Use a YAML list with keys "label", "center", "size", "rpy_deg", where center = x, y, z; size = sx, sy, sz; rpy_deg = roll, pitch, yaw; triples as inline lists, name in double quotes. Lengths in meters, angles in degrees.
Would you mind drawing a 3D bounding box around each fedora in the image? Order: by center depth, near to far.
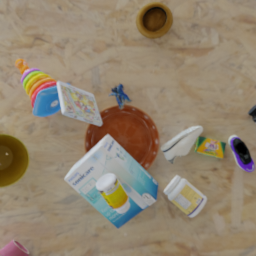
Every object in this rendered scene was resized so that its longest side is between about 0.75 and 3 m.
- label: "fedora"
  center: [1.093, -4.435, 11.792]
  size: [1.613, 0.658, 1.613]
  rpy_deg: [0, 86, 1]

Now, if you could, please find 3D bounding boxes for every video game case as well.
- label: "video game case"
  center: [-1.773, -0.887, 10.169]
  size: [0.195, 1.550, 1.703]
  rpy_deg: [-48, 43, 28]

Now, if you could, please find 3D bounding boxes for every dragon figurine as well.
- label: "dragon figurine"
  center: [-0.359, -1.251, 10.807]
  size: [0.590, 2.004, 0.997]
  rpy_deg: [-39, 93, 13]

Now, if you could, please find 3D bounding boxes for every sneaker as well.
- label: "sneaker"
  center: [4.536, 1.117, 11.018]
  size: [0.576, 0.824, 1.657]
  rpy_deg: [-32, 98, 4]
- label: "sneaker"
  center: [2.247, 0.621, 11.209]
  size: [1.957, 0.748, 0.788]
  rpy_deg: [-33, 92, -11]

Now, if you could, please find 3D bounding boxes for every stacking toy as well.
- label: "stacking toy"
  center: [-3.694, -1.823, 11.162]
  size: [2.632, 1.445, 1.528]
  rpy_deg: [46, 44, 16]

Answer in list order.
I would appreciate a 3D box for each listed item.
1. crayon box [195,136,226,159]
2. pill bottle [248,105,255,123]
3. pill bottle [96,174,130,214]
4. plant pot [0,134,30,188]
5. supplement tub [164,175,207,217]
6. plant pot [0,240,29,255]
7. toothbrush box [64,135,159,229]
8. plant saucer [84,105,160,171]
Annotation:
- label: "crayon box"
  center: [3.349, 0.798, 11.411]
  size: [1.113, 0.324, 0.661]
  rpy_deg: [14, 84, 1]
- label: "pill bottle"
  center: [5.526, -0.364, 11.344]
  size: [1.256, 0.703, 0.703]
  rpy_deg: [42, 86, 4]
- label: "pill bottle"
  center: [-0.451, 2.184, 9.194]
  size: [0.720, 0.720, 1.319]
  rpy_deg: [-31, 115, -3]
- label: "plant pot"
  center: [-4.824, 1.186, 10.569]
  size: [1.954, 1.387, 1.954]
  rpy_deg: [1, 89, -26]
- label: "supplement tub"
  center: [2.188, 2.626, 10.828]
  size: [1.412, 1.026, 1.026]
  rpy_deg: [40, 85, 9]
- label: "plant pot"
  center: [-4.465, 4.983, 10.594]
  size: [1.283, 1.283, 1.149]
  rpy_deg: [39, 69, 4]
- label: "toothbrush box"
  center: [-0.555, 1.963, 10.248]
  size: [2.023, 1.179, 2.764]
  rpy_deg: [-41, 98, 20]
- label: "plant saucer"
  center: [-0.246, 0.561, 11.112]
  size: [2.990, 0.483, 2.990]
  rpy_deg: [-1, 96, -7]
